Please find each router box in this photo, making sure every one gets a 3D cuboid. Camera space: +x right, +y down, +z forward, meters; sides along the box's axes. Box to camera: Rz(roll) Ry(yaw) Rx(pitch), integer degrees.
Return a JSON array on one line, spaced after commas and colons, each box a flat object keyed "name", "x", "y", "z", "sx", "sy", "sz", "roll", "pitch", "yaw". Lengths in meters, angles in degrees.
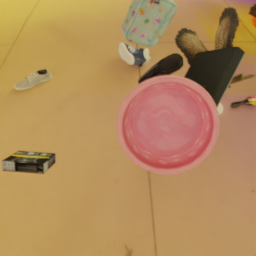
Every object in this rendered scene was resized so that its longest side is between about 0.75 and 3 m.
[{"name": "router box", "x": -2.432, "y": 0.839, "z": 6.945, "sx": 1.042, "sy": 0.272, "sz": 0.819, "roll": 4, "pitch": 13, "yaw": 6}]

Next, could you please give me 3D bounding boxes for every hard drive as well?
[{"name": "hard drive", "x": 2.131, "y": -1.132, "z": 8.360, "sx": 2.634, "sy": 0.433, "sz": 1.838, "roll": -62, "pitch": 25, "yaw": -4}]

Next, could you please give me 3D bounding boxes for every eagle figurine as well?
[{"name": "eagle figurine", "x": 2.963, "y": -2.645, "z": 9.855, "sx": 1.972, "sy": 2.599, "sz": 1.961, "roll": -24, "pitch": 11, "yaw": -18}]

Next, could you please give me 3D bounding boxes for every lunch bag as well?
[{"name": "lunch bag", "x": 0.924, "y": -4.653, "z": 11.945, "sx": 1.867, "sy": 2.327, "sz": 0.897, "roll": 7, "pitch": 47, "yaw": -30}]

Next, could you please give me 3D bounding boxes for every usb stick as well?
[{"name": "usb stick", "x": 0.865, "y": -1.608, "z": 8.259, "sx": 0.786, "sy": 2.835, "sz": 0.462, "roll": -29, "pitch": 95, "yaw": -7}]

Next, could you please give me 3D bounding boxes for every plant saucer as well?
[{"name": "plant saucer", "x": 0.947, "y": -0.076, "z": 6.918, "sx": 2.460, "sy": 2.460, "sz": 0.623, "roll": 4, "pitch": 18, "yaw": 4}]

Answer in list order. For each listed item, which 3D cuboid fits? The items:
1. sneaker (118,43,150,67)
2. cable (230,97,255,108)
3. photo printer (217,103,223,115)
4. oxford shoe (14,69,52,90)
[{"name": "sneaker", "x": 0.398, "y": -3.894, "z": 14.599, "sx": 1.342, "sy": 0.738, "sz": 1.833, "roll": -13, "pitch": 45, "yaw": -21}, {"name": "cable", "x": 5.072, "y": -1.171, "z": 12.176, "sx": 1.311, "sy": 0.330, "sz": 0.637, "roll": -2, "pitch": 46, "yaw": -2}, {"name": "photo printer", "x": 3.121, "y": -1.009, "z": 11.860, "sx": 1.325, "sy": 0.553, "sz": 1.592, "roll": -13, "pitch": 47, "yaw": -12}, {"name": "oxford shoe", "x": -4.495, "y": -2.310, "z": 13.155, "sx": 1.836, "sy": 0.530, "sz": 0.690, "roll": -28, "pitch": 55, "yaw": -22}]
